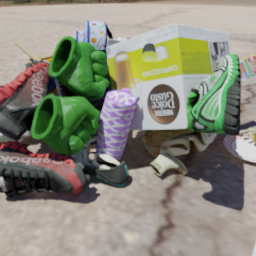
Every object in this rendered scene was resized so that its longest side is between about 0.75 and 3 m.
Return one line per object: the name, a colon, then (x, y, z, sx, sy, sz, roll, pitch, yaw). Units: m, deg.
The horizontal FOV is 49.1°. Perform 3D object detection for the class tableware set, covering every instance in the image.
tableware set: (4.653, 0.174, 8.320, 2.368, 0.363, 1.595, -7, 29, -25)

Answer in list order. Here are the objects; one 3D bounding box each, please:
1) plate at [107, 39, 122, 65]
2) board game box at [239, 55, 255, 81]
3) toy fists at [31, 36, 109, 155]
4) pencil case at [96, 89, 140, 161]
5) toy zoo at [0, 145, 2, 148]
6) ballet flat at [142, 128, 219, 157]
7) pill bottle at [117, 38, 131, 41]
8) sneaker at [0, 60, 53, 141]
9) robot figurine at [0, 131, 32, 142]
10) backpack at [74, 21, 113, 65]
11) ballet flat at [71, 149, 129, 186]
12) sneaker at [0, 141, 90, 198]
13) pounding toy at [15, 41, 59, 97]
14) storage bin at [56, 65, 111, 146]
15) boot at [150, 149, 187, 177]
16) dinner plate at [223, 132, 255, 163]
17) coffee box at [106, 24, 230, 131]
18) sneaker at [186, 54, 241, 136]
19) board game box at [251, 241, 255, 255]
plate: (0.494, -1.672, 9.530, 2.499, 2.504, 0.405, 13, 35, 17)
board game box: (3.193, -1.627, 7.880, 1.192, 0.569, 0.179, -22, 15, -20)
toy fists: (-1.143, -0.693, 6.350, 0.903, 2.627, 1.339, 2, -16, 36)
pencil case: (-0.322, -0.055, 6.796, 0.768, 1.830, 0.782, 16, 31, -2)
toy zoo: (-3.930, 0.718, 7.809, 1.254, 0.128, 0.823, 5, 30, 10)
ballet flat: (1.711, 0.344, 7.945, 2.617, 0.923, 0.854, -12, 51, -11)
pill bottle: (-0.015, -4.872, 16.836, 1.865, 1.048, 1.048, -3, 29, -5)
sneaker: (-2.496, -0.713, 7.073, 1.036, 1.431, 2.930, -38, 17, 30)
robot figurine: (-3.741, -0.116, 8.208, 1.892, 1.069, 1.605, 1, 24, 1)
backpack: (-1.268, -2.972, 10.156, 1.414, 1.749, 1.836, 4, 20, -18)
ballet flat: (-0.907, 0.890, 6.945, 1.973, 0.675, 0.671, 8, 18, 14)
sneaker: (-2.188, 1.084, 6.326, 2.685, 0.949, 1.312, 12, 31, 24)
pounding toy: (-2.610, -1.687, 9.068, 2.041, 1.576, 2.217, -6, 64, 25)
storage bin: (-1.018, -0.640, 7.884, 1.402, 2.074, 0.972, -9, 14, 9)
boot: (1.013, 1.007, 6.984, 0.836, 0.301, 0.646, 45, 63, 6)
dinner plate: (3.548, 0.584, 7.999, 1.608, 0.195, 1.608, 0, 30, 0)
coffee box: (1.111, -1.147, 7.189, 2.249, 2.224, 2.246, -11, 7, -43)
sneaker: (1.675, -0.757, 5.479, 1.006, 0.922, 2.362, 1, 35, 22)
board game box: (2.938, 2.223, 4.884, 1.330, 0.365, 2.107, 18, 34, 27)
